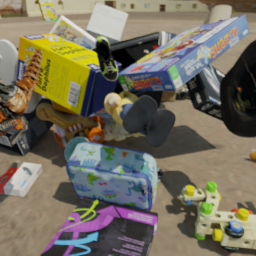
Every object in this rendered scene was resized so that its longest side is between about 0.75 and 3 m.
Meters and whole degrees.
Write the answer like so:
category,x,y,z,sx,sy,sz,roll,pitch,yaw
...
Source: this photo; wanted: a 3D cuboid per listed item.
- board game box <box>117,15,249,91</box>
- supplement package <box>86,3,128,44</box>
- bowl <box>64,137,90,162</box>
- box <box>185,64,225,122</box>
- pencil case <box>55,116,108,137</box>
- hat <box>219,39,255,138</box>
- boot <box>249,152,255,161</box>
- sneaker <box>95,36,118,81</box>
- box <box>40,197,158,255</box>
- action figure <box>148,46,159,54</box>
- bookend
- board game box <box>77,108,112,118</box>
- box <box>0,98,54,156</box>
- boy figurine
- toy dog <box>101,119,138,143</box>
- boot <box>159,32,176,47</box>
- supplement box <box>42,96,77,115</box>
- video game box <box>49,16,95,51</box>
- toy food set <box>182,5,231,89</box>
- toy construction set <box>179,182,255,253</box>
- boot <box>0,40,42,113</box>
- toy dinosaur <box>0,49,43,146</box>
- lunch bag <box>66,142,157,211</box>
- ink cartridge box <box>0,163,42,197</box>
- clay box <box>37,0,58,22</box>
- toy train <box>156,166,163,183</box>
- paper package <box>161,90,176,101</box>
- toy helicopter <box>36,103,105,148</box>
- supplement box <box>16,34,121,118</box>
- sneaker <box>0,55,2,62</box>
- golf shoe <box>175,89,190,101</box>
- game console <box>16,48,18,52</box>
category,x,y,z,sx,sy,sz,roll,pitch,yaw
board game box,1.307,-1.784,6.795,2.801,0.483,1.896,-37,25,-25
supplement package,-0.862,-3.859,10.990,1.307,1.005,1.367,17,68,-6
bowl,-1.550,0.818,9.201,0.951,0.498,0.951,-7,67,16
box,2.690,-1.179,8.909,2.321,0.505,1.859,17,51,-39
pencil case,-1.740,-0.055,10.719,2.018,0.839,0.915,-18,1,-30
hat,2.952,-0.775,5.860,0.882,2.188,2.188,11,22,-24
boot,4.487,1.130,8.955,1.088,0.383,0.779,13,27,13
sneaker,-0.528,-1.527,6.393,0.407,1.136,0.470,-15,34,6
box,-0.619,2.588,5.819,1.997,0.504,2.793,8,24,15
action figure,0.883,-1.966,8.473,0.349,0.442,1.351,29,-5,15
bookend,0.549,-1.807,9.625,2.711,1.256,2.728,-21,54,-20
board game box,-0.300,-1.039,10.623,2.827,0.517,2.138,5,30,4
box,-3.871,-0.211,10.206,1.512,1.091,2.037,15,47,22
boy figurine,0.215,-0.301,6.741,1.758,0.911,2.828,32,4,-13
toy dog,-0.520,0.006,10.556,1.393,0.972,1.351,-19,20,-31
boot,1.520,-2.961,10.703,0.617,1.366,0.497,2,7,-10
supplement box,-3.010,-1.525,12.749,1.550,1.043,1.571,16,17,-32
video game box,-2.030,-2.719,9.903,1.832,1.669,0.429,29,30,-34
toy food set,2.809,-2.783,10.135,0.815,2.699,1.936,19,70,-1
toy construction set,2.619,1.985,6.591,2.687,1.238,1.762,-8,26,8
boot,-3.511,-1.738,9.098,0.879,2.391,1.143,-5,30,7
toy dinosaur,-2.745,-0.635,5.885,1.320,1.754,2.585,-28,30,45
lunch bag,-0.360,1.325,7.140,2.200,1.769,0.907,9,46,14
ink cartridge box,-3.361,1.498,8.379,1.107,0.281,1.257,4,28,6
clay box,-3.046,-4.447,10.598,0.520,0.905,0.215,-19,9,-30
toy train,0.417,1.426,8.331,1.234,0.526,0.703,-14,18,-21
paper package,1.628,-2.092,14.039,1.475,1.406,0.763,0,29,0
toy helicopter,-2.010,0.005,9.233,2.377,1.572,0.937,34,24,-30
supplement box,-1.775,-1.615,8.221,2.604,1.426,1.417,27,30,16
sneaker,-3.768,-1.782,7.077,0.977,0.409,0.590,5,23,-7
golf shoe,3.166,-1.803,14.366,1.592,0.619,0.752,0,28,-2
game console,-2.996,-2.247,9.693,1.043,1.768,0.213,-7,60,41
